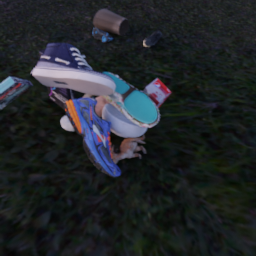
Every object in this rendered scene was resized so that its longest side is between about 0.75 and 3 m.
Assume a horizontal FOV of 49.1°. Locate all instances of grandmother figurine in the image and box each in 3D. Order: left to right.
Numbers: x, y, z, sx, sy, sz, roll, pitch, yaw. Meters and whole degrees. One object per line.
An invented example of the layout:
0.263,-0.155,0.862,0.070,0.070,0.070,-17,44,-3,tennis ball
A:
-1.186,-0.553,9.487,2.301,1.396,0.697,-28,15,-11,grandmother figurine

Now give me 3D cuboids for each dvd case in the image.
-3.922,-0.932,8.685,1.687,0.254,2.311,-37,8,-1,dvd case

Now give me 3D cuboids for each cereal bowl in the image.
-0.155,-0.153,8.740,1.519,0.633,1.519,23,20,-9,cereal bowl

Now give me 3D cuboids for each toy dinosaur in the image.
-0.053,0.606,8.682,1.015,0.643,1.497,-2,23,32,toy dinosaur

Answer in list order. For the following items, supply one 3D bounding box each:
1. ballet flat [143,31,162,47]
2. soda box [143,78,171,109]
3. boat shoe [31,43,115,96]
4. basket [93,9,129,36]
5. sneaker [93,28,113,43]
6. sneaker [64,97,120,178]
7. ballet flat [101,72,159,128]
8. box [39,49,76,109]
1.290,-4.687,14.979,0.544,0.465,1.638,51,51,-9,ballet flat
0.654,-0.791,9.215,0.665,1.900,0.603,47,63,4,soda box
-1.500,-1.805,8.177,2.746,1.025,1.273,13,74,20,boat shoe
-0.873,-5.924,15.828,1.660,1.129,1.496,29,45,24,basket
-1.424,-5.041,15.310,0.588,0.526,1.436,-14,47,-38,sneaker
-0.806,0.237,7.782,0.989,2.522,0.950,-29,6,-16,sneaker
0.003,-0.799,8.597,0.998,0.844,2.640,-37,61,-15,ballet flat
-2.489,-1.623,10.085,0.372,2.060,1.473,-35,52,-30,box
